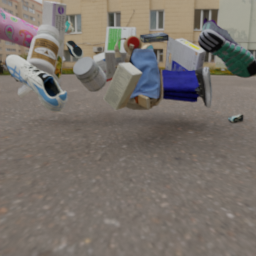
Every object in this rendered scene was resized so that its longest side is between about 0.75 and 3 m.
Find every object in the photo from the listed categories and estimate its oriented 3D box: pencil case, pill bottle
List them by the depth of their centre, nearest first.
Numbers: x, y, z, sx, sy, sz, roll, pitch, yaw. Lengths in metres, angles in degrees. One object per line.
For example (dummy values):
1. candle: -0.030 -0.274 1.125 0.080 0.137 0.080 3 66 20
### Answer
1. pill bottle: -2.467 -2.277 8.260 0.806 1.410 0.806 5 -21 2
2. pencil case: -3.712 -3.370 9.974 2.463 1.077 1.077 17 4 -31

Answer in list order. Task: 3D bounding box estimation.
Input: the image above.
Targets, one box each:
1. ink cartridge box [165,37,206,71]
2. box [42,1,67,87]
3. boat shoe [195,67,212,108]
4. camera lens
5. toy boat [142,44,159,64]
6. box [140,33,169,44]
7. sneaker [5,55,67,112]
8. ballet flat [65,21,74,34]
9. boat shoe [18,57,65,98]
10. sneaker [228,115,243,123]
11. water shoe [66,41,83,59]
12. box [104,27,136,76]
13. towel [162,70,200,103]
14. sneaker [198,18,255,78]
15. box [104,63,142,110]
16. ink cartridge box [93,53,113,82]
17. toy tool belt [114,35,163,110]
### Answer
1. ink cartridge box: 2.689 -3.097 13.557 0.514 2.161 2.187 -22 46 -21
2. box: -2.588 -2.740 9.577 0.599 2.891 0.559 25 27 33
3. boat shoe: 2.618 -1.381 9.830 0.539 1.628 0.569 2 48 25
4. camera lens: -1.796 -2.522 13.427 1.165 1.165 1.456 8 -23 30
5. toy boat: 1.057 -3.542 14.226 0.689 1.247 1.483 29 8 24
6. box: 0.999 -3.499 10.870 0.976 0.249 0.770 -9 27 -6
7. sneaker: -2.228 -1.216 6.923 1.931 0.700 0.694 42 34 8
8. ballet flat: -2.667 -4.589 12.873 0.382 0.452 1.196 28 29 -30
9. boat shoe: -4.178 -2.530 12.812 2.778 0.952 1.000 -38 15 17
10. sneaker: 5.158 -0.468 13.402 0.909 0.353 0.392 -9 14 -32
11. water shoe: -2.604 -3.757 13.861 0.518 0.572 1.449 -20 55 -20
12. box: -0.307 -3.312 12.260 1.312 1.524 1.532 1 -28 1
13. towel: 2.100 -1.784 11.742 2.076 0.697 2.812 3 26 17
14. sneaker: 3.466 -2.720 9.401 2.516 1.101 0.936 30 -34 -23
15. box: -0.170 -1.220 8.260 0.604 1.273 0.495 44 36 20
16. ink cartridge box: -0.991 -3.091 14.721 1.034 1.780 0.599 -18 48 11
17. toy tool belt: 0.387 -1.925 9.364 1.694 2.714 1.668 -7 1 -7
